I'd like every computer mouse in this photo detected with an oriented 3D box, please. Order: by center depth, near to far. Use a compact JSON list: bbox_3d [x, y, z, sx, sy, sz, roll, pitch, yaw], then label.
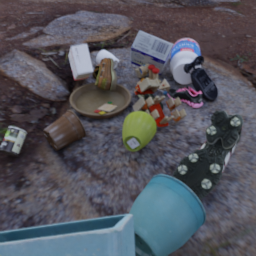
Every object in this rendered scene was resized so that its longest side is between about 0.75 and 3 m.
[{"bbox_3d":[2.958,-1.904,11.372,1.294,1.868,0.492,-37,7,-31],"label":"computer mouse"}]

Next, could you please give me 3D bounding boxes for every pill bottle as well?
[{"bbox_3d":[2.586,-2.980,12.622,1.360,1.360,2.423,6,38,7],"label":"pill bottle"}]

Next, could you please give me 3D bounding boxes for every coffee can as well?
[{"bbox_3d":[-3.581,0.427,8.728,0.580,0.580,0.793,10,70,12],"label":"coffee can"}]

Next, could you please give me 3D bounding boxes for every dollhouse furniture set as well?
[{"bbox_3d":[0.906,-0.805,9.819,1.744,0.898,1.725,-5,64,-37],"label":"dollhouse furniture set"}]

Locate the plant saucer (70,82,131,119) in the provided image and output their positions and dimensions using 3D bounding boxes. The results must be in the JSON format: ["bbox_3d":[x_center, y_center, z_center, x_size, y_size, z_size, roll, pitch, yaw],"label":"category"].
[{"bbox_3d":[-1.079,-1.095,11.081,2.417,0.356,2.417,0,39,0],"label":"plant saucer"}]

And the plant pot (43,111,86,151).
[{"bbox_3d":[-2.092,0.141,9.078,1.042,1.052,1.052,-36,50,-27],"label":"plant pot"}]

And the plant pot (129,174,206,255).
[{"bbox_3d":[0.662,2.095,6.207,1.551,1.551,1.458,29,51,31],"label":"plant pot"}]

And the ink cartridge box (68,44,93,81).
[{"bbox_3d":[-2.024,-2.735,11.810,0.695,1.194,1.639,-14,5,-13],"label":"ink cartridge box"}]

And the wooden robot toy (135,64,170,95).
[{"bbox_3d":[0.717,-2.002,11.794,1.087,1.055,2.395,-26,43,-13],"label":"wooden robot toy"}]

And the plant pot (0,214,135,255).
[{"bbox_3d":[-1.186,2.868,3.823,2.771,2.779,2.831,-8,75,2],"label":"plant pot"}]

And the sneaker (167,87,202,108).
[{"bbox_3d":[2.269,-1.368,11.127,1.540,0.734,0.608,23,46,28],"label":"sneaker"}]

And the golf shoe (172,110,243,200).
[{"bbox_3d":[2.258,0.943,7.621,1.109,1.266,2.873,32,82,34],"label":"golf shoe"}]

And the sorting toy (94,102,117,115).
[{"bbox_3d":[-0.791,-0.670,10.463,0.534,0.187,1.107,13,31,28],"label":"sorting toy"}]

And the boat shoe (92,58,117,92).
[{"bbox_3d":[-1.061,-2.383,11.748,0.845,0.894,2.485,6,30,-16],"label":"boat shoe"}]

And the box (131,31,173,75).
[{"bbox_3d":[0.999,-3.243,12.348,1.571,1.709,0.896,24,82,4],"label":"box"}]

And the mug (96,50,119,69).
[{"bbox_3d":[-0.884,-3.246,13.509,0.886,0.746,1.011,35,36,25],"label":"mug"}]

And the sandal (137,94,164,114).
[{"bbox_3d":[0.747,-0.923,10.705,0.833,0.599,2.098,17,21,-19],"label":"sandal"}]

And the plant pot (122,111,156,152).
[{"bbox_3d":[0.249,0.201,8.469,1.069,1.069,1.143,9,27,11],"label":"plant pot"}]
